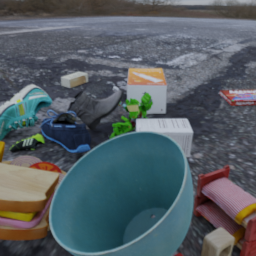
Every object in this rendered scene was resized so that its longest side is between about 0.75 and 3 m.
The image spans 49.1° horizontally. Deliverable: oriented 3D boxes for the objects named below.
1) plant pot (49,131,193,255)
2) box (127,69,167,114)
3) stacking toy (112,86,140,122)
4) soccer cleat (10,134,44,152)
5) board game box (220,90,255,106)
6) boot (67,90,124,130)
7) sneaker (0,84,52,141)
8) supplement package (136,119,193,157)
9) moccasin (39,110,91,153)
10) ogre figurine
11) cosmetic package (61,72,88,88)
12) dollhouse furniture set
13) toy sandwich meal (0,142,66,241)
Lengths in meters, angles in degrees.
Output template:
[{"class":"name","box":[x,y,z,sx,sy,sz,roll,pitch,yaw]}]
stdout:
[{"class":"plant pot","box":[0.096,1.294,4.346,2.133,1.437,2.133,-21,32,14]},{"class":"box","box":[0.708,-1.543,11.239,1.462,1.145,2.350,1,27,1]},{"class":"stacking toy","box":[-0.281,-0.825,10.000,1.192,0.280,0.899,31,73,3]},{"class":"soccer cleat","box":[-2.923,0.513,8.138,0.979,0.331,0.397,-26,72,-22]},{"class":"board game box","box":[5.332,-1.304,11.784,2.540,0.247,1.307,-2,26,-4]},{"class":"boot","box":[-1.054,-0.800,8.802,1.714,1.128,0.598,-43,20,14]},{"class":"sneaker","box":[-3.430,-0.379,8.860,1.035,1.007,2.598,35,54,-3]},{"class":"supplement package","box":[0.982,0.283,7.976,1.500,0.853,0.822,0,29,-1]},{"class":"moccasin","box":[-1.800,-0.052,8.341,1.059,0.897,2.632,-11,20,-40]},{"class":"ogre figurine","box":[0.177,-0.330,8.589,0.894,1.822,1.092,24,17,17]},{"class":"cosmetic package","box":[-2.595,-2.341,13.595,0.644,0.435,1.225,19,33,33]},{"class":"dollhouse furniture set","box":[1.245,1.750,4.888,2.565,1.043,1.380,-14,30,-26]},{"class":"toy sandwich meal","box":[-2.171,1.081,5.494,2.790,0.955,2.790,11,19,-4]}]
